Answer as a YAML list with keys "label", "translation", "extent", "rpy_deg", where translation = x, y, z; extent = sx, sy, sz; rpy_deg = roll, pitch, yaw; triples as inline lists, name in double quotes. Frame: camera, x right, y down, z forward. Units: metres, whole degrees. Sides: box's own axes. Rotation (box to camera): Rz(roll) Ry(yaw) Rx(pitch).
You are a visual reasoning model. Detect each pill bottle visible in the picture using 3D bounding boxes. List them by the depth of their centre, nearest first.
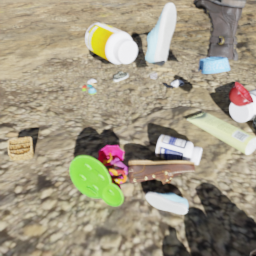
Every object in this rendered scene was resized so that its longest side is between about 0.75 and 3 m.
- label: "pill bottle"
  translation: [1.756, 0.800, 9.709]
  extent: [1.469, 0.816, 0.816]
  rpy_deg: [15, 37, 20]
- label: "pill bottle"
  translation: [-0.604, -3.022, 10.153]
  extent: [1.137, 1.137, 2.081]
  rpy_deg: [-22, 41, -29]
- label: "pill bottle"
  translation: [5.405, -1.005, 12.003]
  extent: [2.071, 1.198, 1.198]
  rpy_deg: [-21, 40, -27]

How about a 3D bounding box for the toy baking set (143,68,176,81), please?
- label: "toy baking set"
  translation: [1.800, -3.097, 15.908]
  extent: [1.801, 0.210, 1.382]
  rpy_deg: [6, 35, 8]

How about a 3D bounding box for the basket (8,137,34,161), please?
- label: "basket"
  translation: [-3.816, 0.760, 9.941]
  extent: [0.828, 0.617, 0.591]
  rpy_deg: [-6, 35, -10]

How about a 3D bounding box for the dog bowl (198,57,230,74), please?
- label: "dog bowl"
  translation: [2.118, -1.578, 7.002]
  extent: [0.669, 0.297, 1.199]
  rpy_deg: [-7, 15, 8]

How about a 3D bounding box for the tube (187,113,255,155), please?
- label: "tube"
  translation: [3.663, 0.085, 10.953]
  extent: [0.808, 0.723, 2.786]
  rpy_deg: [28, 7, -45]

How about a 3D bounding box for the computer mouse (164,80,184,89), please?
- label: "computer mouse"
  translation: [2.473, -2.331, 14.766]
  extent: [1.113, 0.244, 0.610]
  rpy_deg: [-22, 39, -28]

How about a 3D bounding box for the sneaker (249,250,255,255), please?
- label: "sneaker"
  translation: [3.580, 3.215, 5.788]
  extent: [2.372, 1.260, 0.887]
  rpy_deg: [3, 35, 4]

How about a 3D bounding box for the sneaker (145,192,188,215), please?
- label: "sneaker"
  translation: [1.137, 2.107, 8.181]
  extent: [1.247, 0.461, 0.511]
  rpy_deg: [19, 32, 11]

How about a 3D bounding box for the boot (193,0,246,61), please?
- label: "boot"
  translation: [3.392, -3.898, 11.088]
  extent: [0.918, 2.308, 2.651]
  rpy_deg: [-9, 28, -27]

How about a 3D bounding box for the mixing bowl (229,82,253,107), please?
- label: "mixing bowl"
  translation: [3.644, -1.021, 9.221]
  extent: [0.867, 0.470, 0.867]
  rpy_deg: [26, 41, -26]

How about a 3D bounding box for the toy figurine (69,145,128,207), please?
- label: "toy figurine"
  translation: [-0.563, 1.286, 8.846]
  extent: [1.911, 1.434, 1.758]
  rpy_deg: [36, 34, 10]

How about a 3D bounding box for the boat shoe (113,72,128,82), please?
- label: "boat shoe"
  translation: [-0.377, -2.890, 15.478]
  extent: [0.396, 0.357, 1.121]
  rpy_deg: [24, 41, 30]

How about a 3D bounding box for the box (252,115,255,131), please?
- label: "box"
  translation: [6.198, 0.388, 10.490]
  extent: [2.040, 0.590, 2.566]
  rpy_deg: [-1, 34, -1]

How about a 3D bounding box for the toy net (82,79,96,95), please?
- label: "toy net"
  translation: [-1.991, -2.133, 14.495]
  extent: [0.720, 0.265, 1.373]
  rpy_deg: [-4, 33, 0]

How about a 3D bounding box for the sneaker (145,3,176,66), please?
- label: "sneaker"
  translation: [1.327, -4.243, 12.655]
  extent: [1.118, 2.728, 1.008]
  rpy_deg: [20, 11, 31]

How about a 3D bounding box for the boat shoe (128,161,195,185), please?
- label: "boat shoe"
  translation: [1.069, 1.437, 8.961]
  extent: [2.163, 0.761, 0.760]
  rpy_deg: [-2, 73, 1]
